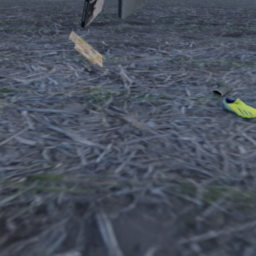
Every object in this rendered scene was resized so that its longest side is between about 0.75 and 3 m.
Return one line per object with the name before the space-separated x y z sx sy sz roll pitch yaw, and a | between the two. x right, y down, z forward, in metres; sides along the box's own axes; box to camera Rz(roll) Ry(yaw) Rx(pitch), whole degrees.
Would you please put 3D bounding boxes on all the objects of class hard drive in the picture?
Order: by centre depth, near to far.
hard drive | 0.161 -4.008 8.203 1.037 1.487 0.244 -38 75 -16

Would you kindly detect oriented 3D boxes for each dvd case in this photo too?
dvd case | -1.230 -4.567 10.234 0.207 1.260 1.676 24 48 -1

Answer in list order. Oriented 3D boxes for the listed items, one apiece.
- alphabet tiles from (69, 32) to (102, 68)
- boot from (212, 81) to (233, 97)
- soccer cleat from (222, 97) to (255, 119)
alphabet tiles | -1.260 -2.349 8.442 1.214 0.055 1.452 37 20 -23
boot | 3.770 -1.608 11.588 0.928 0.337 0.844 -29 39 -29
soccer cleat | 3.948 -0.724 9.832 1.314 0.550 0.425 22 38 32
